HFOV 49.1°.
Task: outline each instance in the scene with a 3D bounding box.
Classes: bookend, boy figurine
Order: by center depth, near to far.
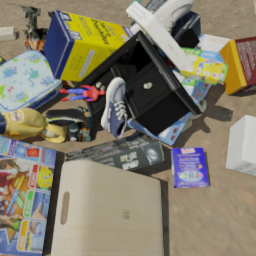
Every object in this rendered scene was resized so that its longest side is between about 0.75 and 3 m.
[{"bbox_3d":[0.035,-0.776,7.594,2.728,1.256,2.711,-37,46,16],"label":"bookend"},{"bbox_3d":[-3.082,0.028,7.817,2.828,1.758,0.911,2,64,-40],"label":"boy figurine"}]

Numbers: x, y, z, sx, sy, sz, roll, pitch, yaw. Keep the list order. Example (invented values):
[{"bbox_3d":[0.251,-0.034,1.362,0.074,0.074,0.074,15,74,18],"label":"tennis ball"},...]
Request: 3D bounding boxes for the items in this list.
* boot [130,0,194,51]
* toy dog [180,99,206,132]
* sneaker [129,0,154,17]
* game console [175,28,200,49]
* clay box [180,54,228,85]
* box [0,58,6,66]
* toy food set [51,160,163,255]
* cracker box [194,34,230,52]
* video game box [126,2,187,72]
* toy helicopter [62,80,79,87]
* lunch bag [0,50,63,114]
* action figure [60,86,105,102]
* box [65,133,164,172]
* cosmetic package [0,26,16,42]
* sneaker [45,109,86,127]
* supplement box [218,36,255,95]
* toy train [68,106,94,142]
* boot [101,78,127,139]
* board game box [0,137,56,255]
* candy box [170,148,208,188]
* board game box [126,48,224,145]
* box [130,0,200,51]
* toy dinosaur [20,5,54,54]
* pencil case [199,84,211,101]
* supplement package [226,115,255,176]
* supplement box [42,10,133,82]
[{"bbox_3d":[1.223,-3.240,9.148,2.391,0.879,1.143,-30,68,19],"label":"boot"},{"bbox_3d":[1.587,-0.816,8.743,1.351,0.972,1.393,-34,50,8],"label":"toy dog"},{"bbox_3d":[0.426,-4.209,9.753,0.977,0.590,0.409,8,32,30],"label":"sneaker"},{"bbox_3d":[2.224,-2.402,9.553,1.043,1.768,0.213,-46,24,-9],"label":"game console"},{"bbox_3d":[1.637,-1.243,6.030,0.905,0.215,0.520,19,61,12],"label":"clay box"},{"bbox_3d":[-5.709,-2.141,9.791,2.793,0.504,1.997,34,63,14],"label":"box"},{"bbox_3d":[-0.286,1.970,6.238,2.699,0.815,1.936,21,57,-34],"label":"toy food set"},{"bbox_3d":[3.295,-2.856,10.437,1.665,0.480,1.115,15,58,9],"label":"cracker box"},{"bbox_3d":[0.847,-2.444,7.584,0.429,1.832,1.669,-41,37,16],"label":"video game box"},{"bbox_3d":[-1.339,-2.359,9.821,1.572,0.937,2.377,25,66,-3],"label":"toy helicopter"},{"bbox_3d":[-3.349,-1.359,9.090,2.200,0.907,1.769,-40,77,-23],"label":"lunch bag"},{"bbox_3d":[-1.246,-0.949,7.796,1.351,0.442,0.349,1,14,27],"label":"action figure"},{"bbox_3d":[-0.455,0.753,7.313,2.321,1.859,0.505,-16,99,-10],"label":"box"},{"bbox_3d":[-4.960,-3.702,11.092,0.894,0.327,0.463,-10,57,-5],"label":"cosmetic package"},{"bbox_3d":[-1.749,-0.257,7.832,1.136,0.470,0.407,4,45,-2],"label":"sneaker"},{"bbox_3d":[4.032,-2.070,9.266,1.571,1.043,1.550,-11,82,-7],"label":"supplement box"},{"bbox_3d":[-1.420,-0.116,8.654,0.703,0.526,1.234,11,54,-8],"label":"toy train"},{"bbox_3d":[-0.212,-0.446,6.613,0.497,1.366,0.617,-14,40,-38],"label":"boot"},{"bbox_3d":[-2.916,1.635,6.924,1.896,0.483,2.801,19,51,-26],"label":"board game box"},{"bbox_3d":[1.631,1.070,7.556,0.877,0.399,1.037,-1,71,-3],"label":"candy box"},{"bbox_3d":[1.130,-1.090,8.237,2.138,0.517,2.827,24,78,45],"label":"board game box"},{"bbox_3d":[1.393,-3.622,10.287,2.037,1.091,1.512,36,82,25],"label":"box"},{"bbox_3d":[-2.970,-3.219,9.843,2.585,1.754,1.320,19,18,29],"label":"toy dinosaur"},{"bbox_3d":[1.802,-1.705,9.454,2.018,0.839,0.915,29,78,19],"label":"pencil case"},{"bbox_3d":[3.573,0.563,7.626,1.367,1.005,1.307,15,69,0],"label":"supplement package"},{"bbox_3d":[-1.063,-2.385,8.690,2.604,1.426,1.417,-2,52,-37],"label":"supplement box"}]
